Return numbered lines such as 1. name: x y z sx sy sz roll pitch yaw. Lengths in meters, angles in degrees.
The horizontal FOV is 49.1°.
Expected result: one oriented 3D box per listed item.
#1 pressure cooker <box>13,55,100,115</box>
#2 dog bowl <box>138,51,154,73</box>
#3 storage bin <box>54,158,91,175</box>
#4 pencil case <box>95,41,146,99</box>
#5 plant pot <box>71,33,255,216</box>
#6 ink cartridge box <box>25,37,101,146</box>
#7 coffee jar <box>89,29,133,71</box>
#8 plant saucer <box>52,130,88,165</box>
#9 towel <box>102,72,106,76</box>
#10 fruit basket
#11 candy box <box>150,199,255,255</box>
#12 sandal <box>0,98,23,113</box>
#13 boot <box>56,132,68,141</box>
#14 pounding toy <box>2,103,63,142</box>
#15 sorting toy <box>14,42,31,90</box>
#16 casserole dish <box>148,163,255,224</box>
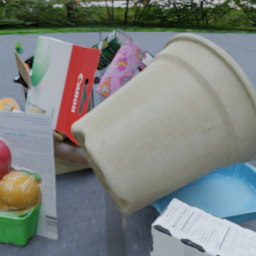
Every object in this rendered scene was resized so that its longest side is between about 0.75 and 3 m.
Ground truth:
1. pressure cooker: -2.475 -1.248 9.864 2.496 2.838 2.535 -19 32 -36
2. dog bowl: 0.905 -1.993 10.231 0.590 1.600 1.600 -40 30 2
3. storage bin: -1.909 0.694 8.292 1.449 0.679 1.439 -10 28 -20
4. pencil case: -0.242 -1.762 8.863 0.858 1.963 0.858 30 3 -2
5. plant pot: 0.470 0.115 5.079 2.506 2.737 2.737 -31 34 -14
6. ink cartridge box: -1.818 -1.052 7.075 0.702 2.255 2.803 7 13 -34
7. coffee jar: -0.765 -2.861 10.539 1.880 0.802 0.980 -18 -29 40
8. plant saucer: -1.462 0.411 8.234 2.126 0.389 2.126 13 18 -4
9. towel: -0.305 -1.923 9.996 0.785 0.341 1.407 2 21 23
10. fruit basket: -2.546 0.903 5.609 2.448 2.643 1.239 4 12 10
11. candy box: 1.316 2.197 3.892 2.036 1.708 0.728 16 30 31
12. sandal: -3.731 -0.341 8.817 0.875 0.654 2.283 -22 54 -22
13. boot: -1.375 0.240 7.715 1.020 0.337 0.893 20 27 -1
14. pounding toy: -2.673 0.485 6.746 1.570 1.575 2.745 -61 17 -21
15. sorting toy: -2.612 -1.577 6.979 0.167 1.135 0.839 -25 70 -24
16. casserole dish: 1.605 1.353 5.687 2.701 0.524 1.636 -5 29 -9
